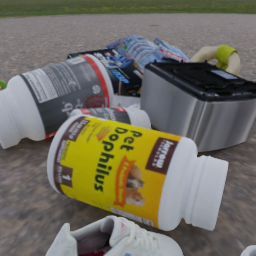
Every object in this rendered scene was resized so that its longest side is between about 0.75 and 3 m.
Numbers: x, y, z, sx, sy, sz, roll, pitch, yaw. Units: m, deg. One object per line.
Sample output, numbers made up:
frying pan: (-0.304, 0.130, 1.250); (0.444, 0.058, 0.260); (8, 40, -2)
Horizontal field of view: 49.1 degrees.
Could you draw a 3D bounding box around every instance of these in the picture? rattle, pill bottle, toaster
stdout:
rattle: (2.947, -1.401, 10.314); (1.952, 2.142, 2.998); (16, 67, 16)
pill bottle: (-0.435, 0.029, 6.698); (1.778, 1.030, 1.030); (-5, 26, -28)
pill bottle: (0.154, 0.747, 4.745); (2.765, 1.510, 1.510); (13, 30, 20)
toaster: (1.926, -0.670, 7.158); (2.382, 1.563, 2.634); (-9, 33, -31)
pill bottle: (-2.022, -0.692, 7.274); (2.966, 1.718, 1.718); (-25, 35, -24)

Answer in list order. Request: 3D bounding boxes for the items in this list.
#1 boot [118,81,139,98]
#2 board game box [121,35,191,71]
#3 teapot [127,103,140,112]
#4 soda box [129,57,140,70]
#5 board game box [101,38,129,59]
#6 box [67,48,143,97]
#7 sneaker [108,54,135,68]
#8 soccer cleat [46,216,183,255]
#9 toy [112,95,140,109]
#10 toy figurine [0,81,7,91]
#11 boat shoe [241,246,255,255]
boot: (0.038, -1.072, 8.872); (0.657, 0.951, 0.368); (1, 48, 11)
board game box: (1.429, -1.982, 9.163); (2.562, 0.790, 2.561); (5, 40, -46)
teapot: (0.201, -0.342, 7.928); (0.882, 0.653, 0.894); (-11, 30, -19)
soda box: (0.242, -3.169, 13.764); (0.382, 0.361, 1.128); (-10, 29, -16)
board game box: (-0.469, -2.992, 12.319); (1.418, 1.418, 0.437); (-37, 40, -26)
box: (-0.744, -1.959, 10.312); (2.107, 0.610, 2.651); (-17, 50, -30)
sneaker: (-0.279, -2.346, 9.795); (1.059, 0.436, 0.392); (2, 28, 27)
soccer cleat: (0.013, 1.517, 3.491); (2.089, 0.902, 0.730); (8, 18, -37)
toy: (-0.124, -0.616, 8.674); (1.253, 0.296, 0.722); (8, 64, -9)
toy figurine: (-4.881, -1.055, 9.252); (1.583, 1.188, 1.457); (16, 37, -26)
boat shoe: (2.018, 2.325, 2.358); (1.093, 0.971, 2.972); (-16, 31, -28)
